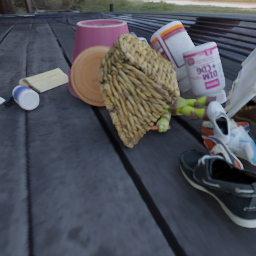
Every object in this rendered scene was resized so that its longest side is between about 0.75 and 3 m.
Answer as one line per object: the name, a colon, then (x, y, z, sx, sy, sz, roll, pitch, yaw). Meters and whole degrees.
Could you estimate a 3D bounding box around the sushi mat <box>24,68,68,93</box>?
sushi mat: (-3.316, -2.024, 11.783, 0.945, 0.119, 1.974, 39, 37, 10)

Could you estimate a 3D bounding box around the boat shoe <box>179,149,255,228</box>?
boat shoe: (1.785, 0.875, 5.562, 0.897, 0.844, 2.497, -22, 22, -11)

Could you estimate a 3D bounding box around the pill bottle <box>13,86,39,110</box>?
pill bottle: (-3.569, -1.079, 9.681, 0.676, 0.676, 1.168, -18, 28, -30)

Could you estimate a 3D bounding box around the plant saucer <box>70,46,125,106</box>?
plant saucer: (-0.944, -1.758, 9.522, 2.034, 2.034, 0.328, 0, 4, -1)

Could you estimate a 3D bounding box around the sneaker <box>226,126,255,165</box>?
sneaker: (2.755, 0.503, 6.769, 0.608, 0.576, 1.505, -30, 16, 15)

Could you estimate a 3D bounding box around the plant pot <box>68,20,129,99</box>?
plant pot: (-0.950, -2.737, 10.882, 2.877, 2.575, 2.877, 0, 28, 0)

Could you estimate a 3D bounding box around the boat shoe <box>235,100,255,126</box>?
boat shoe: (3.701, -0.537, 8.335, 0.643, 0.643, 1.828, -14, 11, -1)

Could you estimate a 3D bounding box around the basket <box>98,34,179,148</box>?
basket: (-0.011, -1.156, 7.688, 1.956, 2.042, 2.741, 34, 27, -12)

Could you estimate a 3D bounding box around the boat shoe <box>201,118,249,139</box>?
boat shoe: (2.725, -0.033, 7.791, 1.453, 0.455, 0.517, -8, 16, -11)

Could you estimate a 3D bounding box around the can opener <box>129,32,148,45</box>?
can opener: (0.667, -2.545, 10.619, 0.694, 2.600, 0.869, -21, 57, 13)

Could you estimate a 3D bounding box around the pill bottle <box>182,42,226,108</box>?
pill bottle: (2.604, -1.758, 9.427, 1.122, 1.979, 1.122, -18, 14, 5)

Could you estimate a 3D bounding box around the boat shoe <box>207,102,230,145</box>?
boat shoe: (2.318, -0.210, 7.012, 0.476, 0.423, 1.293, -4, 55, -4)

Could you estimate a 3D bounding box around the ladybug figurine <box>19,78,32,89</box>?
ladybug figurine: (-4.172, -1.808, 11.557, 0.601, 0.318, 0.885, -7, 28, -14)

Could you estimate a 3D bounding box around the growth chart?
growth chart: (3.616, -1.530, 8.522, 0.239, 1.949, 2.693, 28, 65, 0)

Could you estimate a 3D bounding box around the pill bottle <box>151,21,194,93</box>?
pill bottle: (1.993, -2.700, 10.814, 1.344, 2.453, 1.344, -29, 0, 0)

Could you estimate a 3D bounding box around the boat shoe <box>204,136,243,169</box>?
boat shoe: (2.140, 0.627, 6.541, 0.362, 0.412, 1.158, -14, 49, -28)

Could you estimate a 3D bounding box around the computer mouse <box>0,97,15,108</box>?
computer mouse: (-4.673, -0.973, 9.955, 1.233, 0.271, 0.676, 4, 29, 7)

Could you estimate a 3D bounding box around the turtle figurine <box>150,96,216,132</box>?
turtle figurine: (1.580, -0.707, 8.711, 2.203, 0.880, 2.732, 5, 27, 16)
